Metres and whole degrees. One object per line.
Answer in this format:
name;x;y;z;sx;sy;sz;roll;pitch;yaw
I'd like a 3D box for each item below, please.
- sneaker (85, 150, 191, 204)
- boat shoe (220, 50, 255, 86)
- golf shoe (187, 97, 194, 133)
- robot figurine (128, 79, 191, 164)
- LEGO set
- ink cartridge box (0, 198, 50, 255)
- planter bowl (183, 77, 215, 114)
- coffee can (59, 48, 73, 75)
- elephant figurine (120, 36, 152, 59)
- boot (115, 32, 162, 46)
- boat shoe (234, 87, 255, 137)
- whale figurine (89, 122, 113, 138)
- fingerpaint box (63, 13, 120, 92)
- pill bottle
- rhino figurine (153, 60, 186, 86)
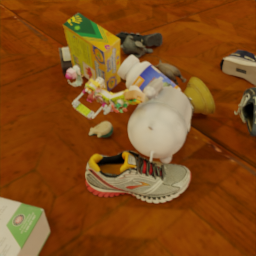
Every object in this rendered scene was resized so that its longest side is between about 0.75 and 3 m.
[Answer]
sneaker;0.260;1.288;7.624;2.923;1.201;1.138;0;43;-1
boat shoe;5.455;-2.629;12.030;1.257;1.012;2.710;-38;53;-25
golf shoe;1.954;-0.434;9.213;0.596;1.261;0.490;-5;-1;-27
robot figurine;0.872;-0.169;7.451;1.468;2.205;2.600;-9;22;23
LEGO set;-0.647;-0.666;6.870;2.327;1.071;0.866;26;64;31
ink cartridge box;-3.397;2.553;6.293;2.574;1.126;1.870;12;43;11
planter bowl;2.390;-1.006;10.056;0.631;1.515;1.515;-29;48;-6
coffee can;-2.160;-3.008;12.347;1.598;1.170;1.170;-9;43;-10
elephant figurine;0.437;-3.816;13.548;1.364;0.965;1.059;25;75;5
boot;0.558;-4.635;14.596;2.025;0.665;1.669;14;22;34
boat shoe;3.980;-0.538;8.912;0.840;1.018;2.718;6;39;5
whale figurine;-0.909;0.120;9.571;0.854;0.443;0.680;-14;41;21
fingerpaint box;-1.258;-2.709;10.401;1.947;2.334;0.856;37;68;17
pill bottle;0.647;-1.475;9.344;2.004;1.123;1.123;40;51;4
rhino figurine;1.393;-2.023;10.000;0.474;0.693;1.585;-46;35;4
